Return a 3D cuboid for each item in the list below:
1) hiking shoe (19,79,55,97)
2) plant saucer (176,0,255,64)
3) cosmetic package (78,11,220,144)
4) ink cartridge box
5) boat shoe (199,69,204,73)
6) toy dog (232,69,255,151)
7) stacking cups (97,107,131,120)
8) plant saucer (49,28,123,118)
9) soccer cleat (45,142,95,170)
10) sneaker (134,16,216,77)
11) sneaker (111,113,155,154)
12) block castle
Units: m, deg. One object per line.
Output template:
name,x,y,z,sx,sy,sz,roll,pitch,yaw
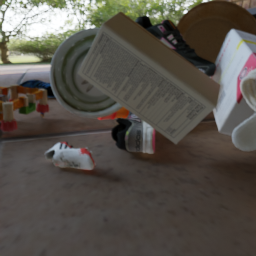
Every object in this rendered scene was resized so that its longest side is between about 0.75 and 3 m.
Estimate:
hiking shoe,-4.323,-1.957,13.923,2.201,0.819,0.954,-2,16,-16
plant saucer,2.750,-2.500,8.745,2.838,2.838,0.503,0,-4,0
cosmetic package,0.435,-1.011,5.858,2.616,1.354,0.956,36,41,-5
ink cartridge box,2.848,-1.133,6.859,1.026,1.786,2.461,14,35,-4
boat shoe,1.607,-0.922,7.077,0.381,1.158,0.417,12,19,2
toy dog,1.968,0.432,3.329,1.322,2.745,1.810,-23,-3,-17
stacking cups,0.030,-0.564,8.374,2.163,0.654,0.654,-11,19,-31
plant saucer,-0.821,-1.336,7.050,2.244,2.244,0.563,2,-3,7
soccer cleat,-1.209,0.635,5.786,0.596,0.480,1.400,-27,28,-35
sneaker,1.101,-2.308,7.838,2.941,1.270,1.181,30,33,24
sneaker,0.062,0.023,7.131,0.986,0.832,2.254,2,18,-5
block castle,-3.724,-0.596,8.931,1.557,1.093,2.330,10,21,10
